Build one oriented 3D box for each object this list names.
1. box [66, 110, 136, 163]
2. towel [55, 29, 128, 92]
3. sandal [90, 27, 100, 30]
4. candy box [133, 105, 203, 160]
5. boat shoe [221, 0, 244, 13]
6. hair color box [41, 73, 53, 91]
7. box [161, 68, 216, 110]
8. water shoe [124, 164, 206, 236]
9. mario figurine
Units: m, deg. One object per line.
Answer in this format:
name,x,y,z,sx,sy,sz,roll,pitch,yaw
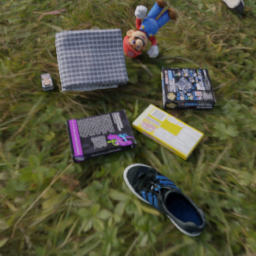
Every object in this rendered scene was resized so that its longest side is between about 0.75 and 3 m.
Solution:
box,-1.005,0.254,10.146,2.264,0.409,1.619,-12,54,-8
towel,-1.412,-2.741,11.297,2.785,1.192,2.306,-9,86,-14
sandal,-1.904,-4.482,13.731,0.708,0.476,1.764,23,56,17
candy box,1.443,0.105,10.302,2.344,0.310,1.198,33,63,22
boat shoe,5.794,-7.260,15.779,0.728,0.855,2.556,28,38,-34
hair color box,-3.467,-1.968,11.951,0.390,0.239,0.789,-14,54,-11
box,2.411,-1.655,11.554,1.986,0.497,2.000,0,53,1
water shoe,1.081,1.905,8.316,2.933,1.157,1.049,35,69,23
mario figurine,0.888,-4.227,12.389,2.789,1.478,1.722,-47,75,19
